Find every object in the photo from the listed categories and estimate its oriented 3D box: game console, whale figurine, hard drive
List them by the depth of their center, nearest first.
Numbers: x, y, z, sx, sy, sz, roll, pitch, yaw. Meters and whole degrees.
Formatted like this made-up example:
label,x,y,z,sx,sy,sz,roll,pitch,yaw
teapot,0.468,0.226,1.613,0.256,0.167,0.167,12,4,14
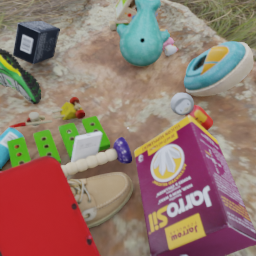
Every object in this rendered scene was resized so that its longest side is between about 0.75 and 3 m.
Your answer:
label,x,y,z,sx,sy,sz,roll,pitch,yaw
game console,-2.014,2.200,4.711,2.331,1.605,2.705,-27,84,21
hard drive,-1.044,0.571,6.903,0.674,1.022,0.136,-13,45,-35
whale figurine,0.536,-3.371,9.735,1.894,2.381,1.235,10,8,0

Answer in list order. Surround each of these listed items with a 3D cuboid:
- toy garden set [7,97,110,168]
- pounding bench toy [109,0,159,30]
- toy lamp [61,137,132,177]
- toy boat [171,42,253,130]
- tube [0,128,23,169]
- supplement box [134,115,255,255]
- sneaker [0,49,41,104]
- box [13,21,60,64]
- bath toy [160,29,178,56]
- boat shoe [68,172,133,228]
label,x,y,z,sx,sy,sz,roll,pitch,yaw
toy garden set,-1.986,0.194,7.641,2.428,0.485,2.024,-17,53,-19
pounding bench toy,0.225,-4.791,11.979,1.487,1.906,1.184,19,42,-27
toy lamp,-1.277,0.922,6.647,2.693,0.784,0.784,-19,50,-18
toy boat,2.265,-1.374,8.103,1.338,2.420,2.878,36,67,-18
tube,-3.497,0.874,7.101,0.799,0.520,2.064,21,52,15
supplement box,1.219,1.276,5.711,1.627,1.282,2.485,-35,41,25
sneaker,-3.457,-1.471,8.650,0.802,1.882,0.734,-35,15,18
box,-3.196,-3.045,9.851,0.816,1.132,1.525,24,26,3
bath toy,1.542,-3.350,10.955,0.498,0.586,1.348,-12,51,-7
boat shoe,-1.163,1.647,6.065,2.861,0.923,1.020,-24,51,-21
